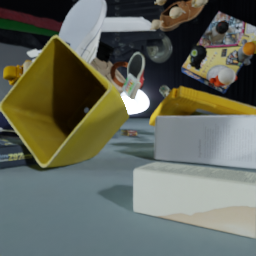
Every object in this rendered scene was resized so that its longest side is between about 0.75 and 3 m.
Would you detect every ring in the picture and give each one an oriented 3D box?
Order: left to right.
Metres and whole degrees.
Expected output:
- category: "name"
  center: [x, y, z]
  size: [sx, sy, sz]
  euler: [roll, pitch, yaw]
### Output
- category: "ring"
  center: [-0.159, -2.336, 12.262]
  size: [1.307, 1.307, 0.125]
  euler: [-1, -17, -23]

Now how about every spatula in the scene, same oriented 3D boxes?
- category: "spatula"
  center: [-2.884, -2.375, 9.652]
  size: [0.087, 0.752, 1.081]
  euler: [-2, 24, 46]

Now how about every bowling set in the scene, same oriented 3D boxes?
- category: "bowling set"
  center: [0.943, -2.888, 6.257]
  size: [1.425, 0.992, 0.765]
  euler: [-27, 17, 14]

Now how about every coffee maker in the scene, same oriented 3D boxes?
- category: "coffee maker"
  center: [-1.204, -3.256, 11.524]
  size: [1.153, 0.777, 1.108]
  euler: [23, 5, -14]

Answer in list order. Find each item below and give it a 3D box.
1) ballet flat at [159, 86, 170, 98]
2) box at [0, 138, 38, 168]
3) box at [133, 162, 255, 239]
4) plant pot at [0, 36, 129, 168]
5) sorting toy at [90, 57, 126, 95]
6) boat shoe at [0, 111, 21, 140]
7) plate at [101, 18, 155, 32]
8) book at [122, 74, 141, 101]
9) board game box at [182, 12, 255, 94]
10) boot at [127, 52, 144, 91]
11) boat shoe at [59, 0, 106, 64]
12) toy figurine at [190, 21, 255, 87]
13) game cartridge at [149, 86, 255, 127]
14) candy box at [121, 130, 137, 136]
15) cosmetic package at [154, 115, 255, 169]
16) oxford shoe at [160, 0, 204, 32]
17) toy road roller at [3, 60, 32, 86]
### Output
- category: "ballet flat"
  center: [1.545, -1.131, 10.353]
  size: [1.182, 0.398, 0.376]
  euler: [36, 13, -46]
- category: "box"
  center: [-2.803, 0.507, 5.922]
  size: [1.763, 0.450, 1.390]
  euler: [4, 4, 45]
- category: "box"
  center: [0.706, 0.675, 2.895]
  size: [1.229, 0.478, 0.584]
  euler: [2, 4, 33]
- category: "plant pot"
  center: [-1.125, -0.380, 5.977]
  size: [1.931, 1.931, 1.703]
  euler: [44, 7, 28]
- category: "sorting toy"
  center: [-1.170, -2.307, 12.495]
  size: [0.468, 2.375, 2.566]
  euler: [-37, 8, 33]
- category: "boat shoe"
  center: [-3.212, -0.033, 8.162]
  size: [2.718, 1.260, 1.015]
  euler: [-2, 4, -28]
- category: "plate"
  center: [-0.520, -3.812, 10.346]
  size: [2.913, 0.472, 2.920]
  euler: [0, 21, 1]
- category: "book"
  center: [0.096, -1.226, 8.323]
  size: [0.200, 0.557, 0.833]
  euler: [17, 21, -26]
- category: "board game box"
  center: [3.320, -2.713, 9.980]
  size: [1.731, 2.555, 0.442]
  euler: [32, -7, 16]
- category: "boot"
  center: [0.341, -1.862, 9.384]
  size: [0.500, 1.380, 0.996]
  euler: [16, 24, 14]
- category: "boat shoe"
  center: [-1.254, -2.125, 7.396]
  size: [0.938, 2.647, 0.924]
  euler: [28, 6, 21]
- category: "toy figurine"
  center: [2.475, -1.945, 7.411]
  size: [1.476, 1.453, 1.027]
  euler: [43, 3, 6]
- category: "game cartridge"
  center: [2.017, -0.205, 7.491]
  size: [2.464, 0.400, 2.172]
  euler: [14, -21, -7]
- category: "candy box"
  center: [0.033, 0.232, 12.527]
  size: [0.456, 0.221, 0.782]
  euler: [-2, 2, -23]
- category: "cosmetic package"
  center: [2.100, 0.221, 5.999]
  size: [2.821, 1.044, 1.434]
  euler: [3, 4, 28]
- category: "oxford shoe"
  center: [1.537, -3.305, 7.827]
  size: [1.538, 0.548, 0.549]
  euler: [-37, 56, -14]
- category: "toy road roller"
  center: [-3.053, -1.514, 7.793]
  size: [0.881, 0.541, 0.643]
  euler: [-34, -35, 32]
